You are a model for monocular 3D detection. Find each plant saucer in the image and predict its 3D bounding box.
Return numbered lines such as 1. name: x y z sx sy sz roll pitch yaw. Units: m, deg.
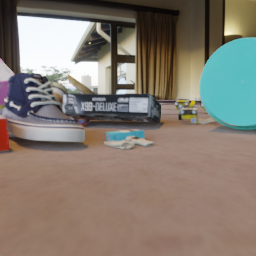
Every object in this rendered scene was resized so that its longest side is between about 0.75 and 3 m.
1. plant saucer: -1.576 -1.356 9.451 1.222 0.216 1.222 36 -1 0

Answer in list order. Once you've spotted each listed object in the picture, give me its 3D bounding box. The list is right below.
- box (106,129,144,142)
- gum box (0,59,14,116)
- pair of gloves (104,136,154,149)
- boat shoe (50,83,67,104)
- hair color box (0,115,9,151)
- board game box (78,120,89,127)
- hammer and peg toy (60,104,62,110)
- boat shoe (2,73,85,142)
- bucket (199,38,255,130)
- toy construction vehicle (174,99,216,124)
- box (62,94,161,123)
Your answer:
1. box: -0.067 0.160 5.926 0.759 0.187 0.312 -6 8 -26
2. gum box: -4.813 -1.587 9.968 0.887 1.522 2.682 -18 45 -36
3. pair of gloves: 0.008 0.271 5.373 0.781 0.137 0.664 -6 9 -35
4. boat shoe: -3.228 -0.774 10.145 0.953 0.872 2.549 33 -39 -32
5. hair color box: -2.959 0.045 5.277 1.061 0.612 1.914 -6 8 -31
6. board game box: -1.665 -0.157 9.057 0.655 0.124 1.273 -1 7 1
7. hammer and peg toy: -2.548 -0.875 11.607 0.487 1.015 1.380 44 0 1
8. boat shoe: -1.911 -0.505 5.955 2.980 1.382 1.113 9 2 44
9. bucket: 3.224 -1.163 7.501 2.532 2.532 1.647 5 7 34
10. toy construction vehicle: 2.333 -0.580 9.720 1.530 0.539 1.332 1 22 18
11. box: -0.418 -0.608 9.124 2.734 0.680 2.156 2 -3 15
